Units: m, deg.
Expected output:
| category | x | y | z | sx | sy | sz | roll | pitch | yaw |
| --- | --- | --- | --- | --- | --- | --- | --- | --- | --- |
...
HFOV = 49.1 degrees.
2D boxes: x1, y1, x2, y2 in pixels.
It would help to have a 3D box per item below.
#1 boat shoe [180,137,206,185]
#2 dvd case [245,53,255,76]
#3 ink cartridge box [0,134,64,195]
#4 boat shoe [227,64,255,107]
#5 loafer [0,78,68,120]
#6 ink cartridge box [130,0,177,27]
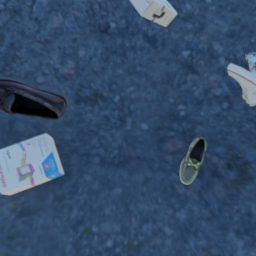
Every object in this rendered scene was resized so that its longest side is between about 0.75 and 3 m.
| category | x | y | z | sx | sy | sz | roll | pitch | yaw |
| --- | --- | --- | --- | --- | --- | --- | --- | --- | --- |
| boat shoe | 2.357 | 1.168 | 10.149 | 0.641 | 0.537 | 1.795 | 22 | 76 | 6 |
| dvd case | 5.368 | -2.381 | 11.280 | 1.042 | 0.157 | 1.428 | -5 | 75 | -1 |
| ink cartridge box | -3.560 | 1.302 | 9.934 | 2.082 | 0.881 | 1.504 | -21 | 77 | -4 |
| boat shoe | 3.468 | -0.905 | 7.551 | 2.131 | 0.767 | 0.700 | 35 | 109 | -3 |
| loafer | -3.358 | -0.839 | 8.716 | 2.852 | 1.025 | 0.898 | 9 | 39 | -9 |
| ink cartridge box | 0.610 | -3.205 | 7.249 | 0.491 | 1.183 | 0.867 | -43 | 67 | 31 |
